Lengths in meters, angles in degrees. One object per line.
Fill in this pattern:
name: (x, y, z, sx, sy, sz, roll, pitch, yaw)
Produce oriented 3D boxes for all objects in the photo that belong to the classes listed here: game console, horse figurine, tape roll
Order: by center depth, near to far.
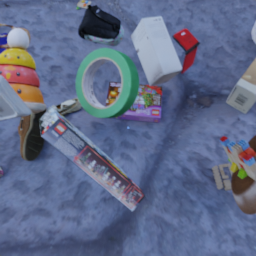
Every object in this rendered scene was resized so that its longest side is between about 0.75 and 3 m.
game console: (1.491, -2.078, 7.521, 0.877, 0.604, 1.018, 47, 40, 0)
tape roll: (-0.606, -1.209, 7.720, 1.880, 0.452, 1.880, 2, 93, 33)
horse figurine: (-4.096, -3.115, 10.085, 1.467, 0.553, 2.214, 9, 47, -6)

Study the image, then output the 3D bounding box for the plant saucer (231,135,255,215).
plant saucer: (3.299, 0.998, 7.244, 0.449, 2.453, 2.453, 23, 65, 3)

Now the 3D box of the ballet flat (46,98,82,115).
ballet flat: (-2.670, -0.758, 10.929, 1.747, 0.545, 0.589, -24, 65, -11)

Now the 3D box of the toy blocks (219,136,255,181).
toy blocks: (2.608, 0.620, 6.401, 0.637, 0.871, 1.274, -35, 24, -2)

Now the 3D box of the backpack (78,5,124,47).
backpack: (-0.885, -3.529, 9.945, 1.487, 0.941, 1.241, 20, 93, 10)

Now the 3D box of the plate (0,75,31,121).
plate: (-3.219, -0.560, 6.530, 1.407, 1.410, 0.228, -10, 55, 7)

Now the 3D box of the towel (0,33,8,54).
towel: (-6.186, -3.447, 12.398, 1.899, 0.470, 1.402, -13, 70, -6)

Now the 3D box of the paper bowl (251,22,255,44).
paper bowl: (6.550, -4.058, 12.257, 2.198, 1.143, 2.198, 0, 61, 1)

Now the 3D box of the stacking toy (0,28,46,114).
stacking toy: (-3.110, -1.568, 7.692, 1.687, 1.687, 2.309, 1, 91, 1)

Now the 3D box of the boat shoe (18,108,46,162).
boat shoe: (-3.635, 0.131, 10.418, 0.791, 0.837, 2.326, -6, 65, 26)

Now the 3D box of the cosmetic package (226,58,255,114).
cosmetic package: (5.082, -1.967, 11.102, 0.928, 1.373, 2.611, 35, 67, 16)

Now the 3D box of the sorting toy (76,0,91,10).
sorting toy: (-2.250, -6.092, 13.904, 0.570, 0.113, 0.771, 21, 64, 10)

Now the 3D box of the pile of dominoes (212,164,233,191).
pile of dominoes: (3.393, 1.747, 9.924, 0.741, 0.151, 0.950, -5, 55, -2)

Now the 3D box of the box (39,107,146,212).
box: (-0.927, 0.691, 6.764, 0.543, 1.864, 2.723, -47, 111, -5)

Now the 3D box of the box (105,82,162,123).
box: (0.236, -1.044, 11.132, 2.187, 0.428, 1.496, 5, 63, 3)

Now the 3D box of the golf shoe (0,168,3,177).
golf shoe: (-4.987, 1.705, 9.782, 1.154, 0.435, 0.528, -29, 56, -21)

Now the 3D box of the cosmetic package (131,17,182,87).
cosmetic package: (0.943, -2.579, 9.568, 0.818, 1.138, 2.017, -16, 81, -23)
